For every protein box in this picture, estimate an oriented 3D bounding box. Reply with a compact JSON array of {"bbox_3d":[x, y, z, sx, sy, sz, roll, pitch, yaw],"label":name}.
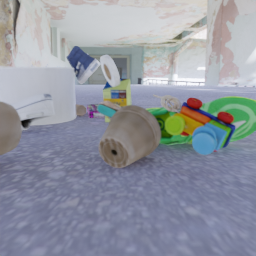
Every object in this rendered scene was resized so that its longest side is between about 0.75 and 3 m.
[{"bbox_3d":[-0.373,-1.007,10.141,0.827,1.226,1.217,1,28,6],"label":"protein box"}]

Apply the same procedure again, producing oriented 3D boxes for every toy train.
[{"bbox_3d":[0.849,-0.129,4.538,1.570,0.665,0.909,30,26,24],"label":"toy train"}]

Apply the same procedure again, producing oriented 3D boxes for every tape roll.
[{"bbox_3d":[-0.587,-1.825,9.017,0.193,1.057,1.057,-25,18,-15],"label":"tape roll"},{"bbox_3d":[-3.394,-1.283,10.456,2.821,1.937,2.821,-1,12,0],"label":"tape roll"}]

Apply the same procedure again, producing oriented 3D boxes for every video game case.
[{"bbox_3d":[-0.859,-0.742,11.799,1.670,0.330,1.842,-2,13,-11],"label":"video game case"}]

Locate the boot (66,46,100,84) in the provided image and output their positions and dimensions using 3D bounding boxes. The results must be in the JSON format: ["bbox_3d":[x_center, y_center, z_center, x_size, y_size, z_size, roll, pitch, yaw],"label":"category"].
[{"bbox_3d":[-1.969,-2.629,11.628,1.163,0.936,2.574,41,-15,-13],"label":"boot"}]

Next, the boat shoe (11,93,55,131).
[{"bbox_3d":[-3.196,-0.287,8.310,2.348,0.772,0.845,-19,-4,13],"label":"boat shoe"}]

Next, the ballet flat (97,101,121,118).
[{"bbox_3d":[-0.184,-0.400,8.181,1.510,0.514,0.508,32,36,17],"label":"ballet flat"}]

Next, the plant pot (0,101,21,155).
[{"bbox_3d":[-2.669,0.027,4.803,1.550,1.550,1.345,7,7,34],"label":"plant pot"}]

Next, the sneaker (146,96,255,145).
[{"bbox_3d":[1.491,-0.029,6.491,2.999,1.111,1.253,-7,10,24],"label":"sneaker"}]

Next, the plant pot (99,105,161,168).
[{"bbox_3d":[-0.052,0.247,5.313,1.089,1.089,0.945,6,30,28],"label":"plant pot"}]

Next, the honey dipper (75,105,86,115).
[{"bbox_3d":[-2.472,-0.825,12.368,0.436,0.436,2.296,-6,8,-30],"label":"honey dipper"}]
